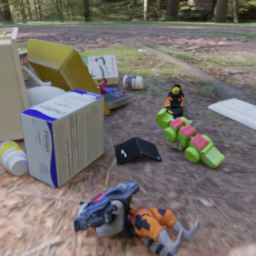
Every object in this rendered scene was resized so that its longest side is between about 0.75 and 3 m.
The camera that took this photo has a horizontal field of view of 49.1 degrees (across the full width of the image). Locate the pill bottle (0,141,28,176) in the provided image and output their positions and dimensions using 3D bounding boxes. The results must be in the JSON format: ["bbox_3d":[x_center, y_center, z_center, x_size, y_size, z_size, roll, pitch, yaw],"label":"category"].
[{"bbox_3d":[-2.873,0.771,7.012,0.576,0.576,1.036,-18,31,-33],"label":"pill bottle"}]

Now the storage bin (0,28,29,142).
[{"bbox_3d":[-3.907,-1.416,8.830,1.397,2.981,2.959,-10,27,-15],"label":"storage bin"}]

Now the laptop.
[{"bbox_3d":[0.246,0.715,7.729,1.087,0.561,0.963,-26,26,4],"label":"laptop"}]

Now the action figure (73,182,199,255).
[{"bbox_3d":[-0.050,1.666,4.642,2.054,1.111,2.123,7,7,26],"label":"action figure"}]

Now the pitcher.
[{"bbox_3d":[-2.929,-0.980,9.054,2.228,1.912,1.351,8,8,7],"label":"pitcher"}]

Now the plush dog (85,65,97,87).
[{"bbox_3d":[-2.133,-1.716,10.980,1.435,1.341,1.671,-16,12,-23],"label":"plush dog"}]

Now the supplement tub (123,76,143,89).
[{"bbox_3d":[0.229,-2.098,12.961,0.838,0.588,0.588,8,27,16],"label":"supplement tub"}]

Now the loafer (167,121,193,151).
[{"bbox_3d":[1.581,0.143,8.370,0.469,0.537,1.492,14,32,20],"label":"loafer"}]

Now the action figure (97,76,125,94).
[{"bbox_3d":[-0.849,-1.787,12.234,1.459,0.722,0.476,16,33,34],"label":"action figure"}]

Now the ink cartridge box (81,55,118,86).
[{"bbox_3d":[-1.386,-2.730,13.366,1.714,1.252,0.723,-7,-17,-9],"label":"ink cartridge box"}]

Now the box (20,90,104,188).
[{"bbox_3d":[-1.504,0.174,6.889,0.990,1.736,1.887,16,30,26],"label":"box"}]

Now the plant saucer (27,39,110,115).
[{"bbox_3d":[-2.302,-1.635,10.028,2.903,2.904,0.703,22,61,39],"label":"plant saucer"}]

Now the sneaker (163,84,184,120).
[{"bbox_3d":[1.653,-0.952,10.166,0.731,0.941,2.092,5,26,10],"label":"sneaker"}]

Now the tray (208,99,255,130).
[{"bbox_3d":[4.333,-0.541,10.080,1.433,0.296,2.669,-13,29,-27],"label":"tray"}]

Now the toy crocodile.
[{"bbox_3d":[1.615,0.245,7.496,0.723,0.662,2.143,-34,58,-21],"label":"toy crocodile"}]

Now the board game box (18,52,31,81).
[{"bbox_3d":[-6.576,-2.780,13.471,2.258,1.371,2.832,9,27,18],"label":"board game box"}]

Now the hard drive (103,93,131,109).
[{"bbox_3d":[-0.695,-1.064,10.945,1.067,0.335,1.582,12,22,31],"label":"hard drive"}]
